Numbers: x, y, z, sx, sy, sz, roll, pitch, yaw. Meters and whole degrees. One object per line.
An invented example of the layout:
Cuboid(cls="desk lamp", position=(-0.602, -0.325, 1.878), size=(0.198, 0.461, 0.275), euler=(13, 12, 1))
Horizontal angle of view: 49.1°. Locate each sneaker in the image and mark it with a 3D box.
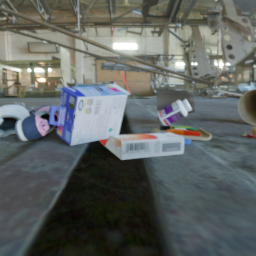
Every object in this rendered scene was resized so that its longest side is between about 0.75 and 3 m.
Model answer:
Cuboid(cls="sneaker", position=(-4.765, -0.194, 9.468), size=(2.866, 1.117, 1.424), euler=(-9, 22, -24))
Cuboid(cls="sneaker", position=(-2.663, -0.243, 9.361), size=(1.061, 0.907, 2.587), euler=(-14, 18, 11))

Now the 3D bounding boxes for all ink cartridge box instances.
Cuboid(cls="ink cartridge box", position=(-1.233, -0.413, 8.506), size=(2.280, 1.556, 0.870), euler=(-11, 32, -45))
Cuboid(cls="ink cartridge box", position=(0.267, 0.302, 7.650), size=(1.719, 0.531, 2.120), euler=(-3, 13, -20))

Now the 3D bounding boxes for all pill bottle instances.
Cuboid(cls="pill bottle", position=(1.836, -0.622, 11.122), size=(1.255, 0.706, 0.706), euler=(-28, -1, 19))

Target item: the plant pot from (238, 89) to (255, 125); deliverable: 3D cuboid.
Cuboid(cls="plant pot", position=(6.265, -1.076, 13.113), size=(1.631, 1.631, 1.741), euler=(7, 15, 40))

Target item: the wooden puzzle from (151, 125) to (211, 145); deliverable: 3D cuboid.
Cuboid(cls="wooden puzzle", position=(1.736, 0.144, 9.584), size=(1.950, 0.338, 2.890), euler=(-1, 8, -7))

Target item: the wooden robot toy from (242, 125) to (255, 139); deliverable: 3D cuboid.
Cuboid(cls="wooden robot toy", position=(4.263, 0.129, 9.363), size=(0.414, 0.427, 0.940), euler=(-5, 9, -35))

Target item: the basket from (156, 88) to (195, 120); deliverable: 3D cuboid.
Cuboid(cls="basket", position=(2.144, -1.100, 12.723), size=(1.661, 1.498, 1.130), euler=(-2, -9, 7))

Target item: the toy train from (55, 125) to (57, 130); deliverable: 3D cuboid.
Cuboid(cls="toy train", position=(-2.991, -0.164, 11.115), size=(0.821, 0.350, 0.468), euler=(18, 13, -19))

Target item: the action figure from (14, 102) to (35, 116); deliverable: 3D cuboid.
Cuboid(cls="action figure", position=(-5.166, -0.718, 13.296), size=(2.061, 1.052, 1.225), euler=(-4, -2, -12))
